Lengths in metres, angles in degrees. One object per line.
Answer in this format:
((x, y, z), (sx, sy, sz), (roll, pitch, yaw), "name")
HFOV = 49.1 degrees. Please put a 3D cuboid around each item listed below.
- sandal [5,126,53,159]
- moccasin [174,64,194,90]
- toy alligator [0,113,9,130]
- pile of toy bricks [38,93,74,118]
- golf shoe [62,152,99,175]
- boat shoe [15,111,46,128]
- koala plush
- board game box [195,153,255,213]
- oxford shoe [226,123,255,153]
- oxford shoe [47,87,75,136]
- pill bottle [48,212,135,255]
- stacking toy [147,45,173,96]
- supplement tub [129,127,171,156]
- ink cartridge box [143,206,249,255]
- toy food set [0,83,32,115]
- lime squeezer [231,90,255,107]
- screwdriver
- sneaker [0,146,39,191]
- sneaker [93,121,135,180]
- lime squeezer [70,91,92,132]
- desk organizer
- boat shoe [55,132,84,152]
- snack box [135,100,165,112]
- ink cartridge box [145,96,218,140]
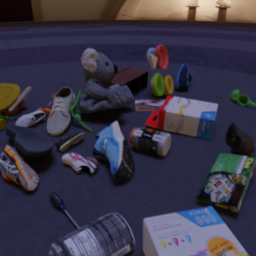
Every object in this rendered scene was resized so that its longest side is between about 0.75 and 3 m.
((-3.223, 0.524, 9.029), (1.112, 0.626, 2.924), (9, 7, -32), "sandal")
((3.052, -2.637, 15.233), (0.798, 0.941, 2.340), (18, 45, 6), "moccasin")
((-5.368, -0.055, 10.039), (0.836, 0.765, 2.819), (10, 29, 20), "toy alligator")
((-2.970, -1.043, 11.821), (1.040, 0.926, 1.875), (18, 32, 31), "pile of toy bricks")
((-1.473, 1.047, 8.216), (1.157, 0.420, 0.533), (11, 34, 16), "golf shoe")
((-3.733, -0.355, 10.777), (0.413, 0.455, 1.237), (-1, 31, 39), "boat shoe")
((-1.191, -1.949, 11.481), (2.243, 2.441, 2.165), (-11, 5, 12), "koala plush")
((2.622, 1.348, 7.356), (1.036, 0.232, 1.977), (3, 32, 37), "board game box")
((3.803, 0.390, 9.505), (0.728, 0.626, 1.724), (17, 28, -5), "oxford shoe")
((-2.629, -0.703, 10.813), (0.895, 0.687, 2.381), (1, 49, 9), "oxford shoe")
((-0.805, 2.324, 5.150), (1.740, 0.924, 0.924), (-19, 32, -32), "pill bottle")
((1.167, -2.522, 12.996), (1.004, 2.377, 2.152), (-3, 18, 30), "stacking toy")
((0.704, 0.413, 9.122), (1.235, 0.757, 0.757), (15, 30, 25), "supplement tub")
((1.336, 2.602, 4.638), (1.510, 0.890, 2.624), (-7, 28, -13), "ink cartridge box")
((-5.228, -1.113, 12.223), (2.551, 0.833, 1.501), (10, 60, 30), "toy food set")
((5.386, -1.298, 13.021), (0.991, 0.529, 2.806), (25, 18, -20), "lime squeezer")
((-1.387, 2.020, 6.549), (1.758, 0.245, 0.256), (29, 7, 41), "screwdriver")
((-3.104, 1.222, 7.759), (0.681, 0.690, 1.764), (-46, 51, -10), "sneaker")
((-0.503, 0.796, 8.535), (1.094, 0.953, 2.432), (-24, 30, 4), "sneaker")
((-1.876, -0.549, 10.820), (0.633, 0.338, 1.792), (-15, 69, -10), "lime squeezer")
((-0.092, -2.199, 14.043), (1.101, 1.026, 2.860), (16, 31, 25), "desk organizer")
((-1.958, 0.389, 9.486), (0.362, 0.422, 1.155), (39, 45, 18), "boat shoe")
((1.395, -0.989, 12.443), (2.157, 0.262, 0.775), (-1, 26, 0), "snack box")
((2.018, -0.489, 10.664), (2.487, 0.836, 1.445), (12, 32, 16), "ink cartridge box")
